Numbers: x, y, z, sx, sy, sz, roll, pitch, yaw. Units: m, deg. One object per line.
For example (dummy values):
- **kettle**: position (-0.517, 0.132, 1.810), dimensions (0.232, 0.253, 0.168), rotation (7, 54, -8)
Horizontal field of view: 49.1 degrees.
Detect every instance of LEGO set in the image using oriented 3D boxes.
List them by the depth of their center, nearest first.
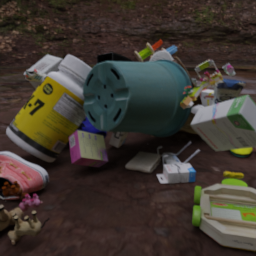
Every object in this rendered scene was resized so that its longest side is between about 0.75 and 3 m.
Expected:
- **LEGO set**: position (1.968, -1.272, 7.617), dimensions (1.718, 0.639, 0.790), rotation (-34, 20, 2)

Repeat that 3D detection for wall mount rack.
- **wall mount rack**: position (1.473, 0.793, 8.332), dimensions (1.083, 0.465, 1.247), rotation (-6, 18, -5)

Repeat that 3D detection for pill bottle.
- **pill bottle**: position (-2.087, -0.592, 8.346), dimensions (1.654, 2.894, 1.654), rotation (34, -5, 4)

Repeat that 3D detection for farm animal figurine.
- **farm animal figurine**: position (-2.247, 1.700, 5.182), dimensions (1.338, 0.705, 1.353), rotation (-22, 32, -24)

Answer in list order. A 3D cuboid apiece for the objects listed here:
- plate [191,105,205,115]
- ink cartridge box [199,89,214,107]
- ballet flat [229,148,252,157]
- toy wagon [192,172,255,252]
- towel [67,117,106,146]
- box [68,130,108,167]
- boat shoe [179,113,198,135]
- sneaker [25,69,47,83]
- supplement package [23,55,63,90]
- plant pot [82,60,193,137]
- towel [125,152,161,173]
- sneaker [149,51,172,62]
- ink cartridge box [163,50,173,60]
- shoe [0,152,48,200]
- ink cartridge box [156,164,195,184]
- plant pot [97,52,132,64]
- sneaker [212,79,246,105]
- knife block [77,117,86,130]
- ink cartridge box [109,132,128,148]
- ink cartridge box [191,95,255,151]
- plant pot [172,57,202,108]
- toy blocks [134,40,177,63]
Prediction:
- **plate**: position (2.630, -0.735, 10.788), dimensions (2.225, 0.360, 2.230), rotation (25, 12, -7)
- **ink cartridge box**: position (4.201, -1.316, 14.232), dimensions (0.635, 1.105, 1.522), rotation (-17, 24, -38)
- **ballet flat**: position (3.884, 0.218, 9.695), dimensions (0.812, 0.814, 2.430), rotation (7, 18, 21)
- **toy wagon**: position (2.280, 1.596, 5.774), dimensions (1.813, 0.462, 2.336), rotation (5, 17, 14)
- **towel**: position (-1.617, 0.114, 10.428), dimensions (1.469, 0.493, 1.989), rotation (-9, 21, -9)
- **box**: position (-1.112, 0.597, 7.802), dimensions (0.937, 0.825, 0.453), rotation (14, -38, -43)
- **boat shoe**: position (2.464, -0.244, 11.220), dimensions (2.330, 0.752, 0.830), rotation (6, 17, 7)
- **sneaker**: position (-2.743, -1.605, 8.530), dimensions (0.757, 0.354, 0.266), rotation (2, 48, -15)
- **supplement package**: position (-2.782, -1.570, 11.195), dimensions (1.315, 2.243, 1.311), rotation (-46, 42, -18)
- **plant pot**: position (0.176, -0.842, 7.874), dimensions (2.407, 2.407, 2.357), rotation (16, 14, 42)
- **towel**: position (0.474, 1.002, 8.194), dimensions (0.767, 0.200, 1.158), rotation (6, 18, 24)
- **sneaker**: position (1.121, -1.377, 10.592), dimensions (1.023, 2.780, 1.640), rotation (5, 0, 6)
- **ink cartridge box**: position (1.594, -2.320, 11.542), dimensions (0.609, 1.419, 1.039), rotation (-29, 22, 55)
- **shoe**: position (-2.982, 1.135, 6.824), dimensions (1.999, 0.714, 0.909), rotation (13, 17, 27)
- **ink cartridge box**: position (1.241, 1.192, 7.353), dimensions (0.909, 0.308, 0.527), rotation (-2, 17, -7)
- **plant pot**: position (-0.541, -2.510, 12.101), dimensions (1.152, 1.299, 1.296), rotation (-6, 10, -35)
- **sneaker**: position (3.434, -1.013, 9.767), dimensions (0.965, 1.067, 2.505), rotation (10, -4, 16)
- **knife block**: position (-1.882, -0.231, 9.554), dimensions (0.806, 0.918, 0.294), rotation (-46, 37, -4)
- **ink cartridge box**: position (-0.226, 0.066, 9.483), dimensions (0.367, 1.080, 0.627), rotation (25, 23, 13)
- **ink cartridge box**: position (2.005, -0.041, 5.526), dimensions (1.234, 0.897, 0.540), rotation (-19, 32, 57)
- **plant pot**: position (1.176, -1.082, 9.006), dimensions (1.734, 1.751, 1.751), rotation (-29, 15, 7)
- **toy blocks**: position (1.262, -3.220, 12.025), dimensions (1.774, 1.479, 0.644), rotation (-34, 61, 1)
